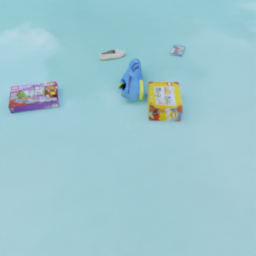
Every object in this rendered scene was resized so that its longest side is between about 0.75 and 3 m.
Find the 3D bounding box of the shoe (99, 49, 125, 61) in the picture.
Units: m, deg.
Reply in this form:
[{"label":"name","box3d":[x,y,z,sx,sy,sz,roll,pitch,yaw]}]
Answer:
[{"label":"shoe","box3d":[-0.811,-3.893,14.789,1.455,0.388,0.509,-18,49,-16]}]

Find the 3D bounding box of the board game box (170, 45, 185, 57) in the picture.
[{"label":"board game box","box3d":[2.694,-4.205,15.249,0.627,0.160,0.927,15,48,14]}]

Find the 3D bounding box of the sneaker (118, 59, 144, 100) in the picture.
[{"label":"sneaker","box3d":[0.072,-2.334,12.903,1.085,0.912,2.767,0,47,-4]}]

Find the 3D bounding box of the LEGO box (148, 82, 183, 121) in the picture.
[{"label":"LEGO box","box3d":[1.532,-1.166,11.929,1.362,0.706,1.829,2,46,2]}]

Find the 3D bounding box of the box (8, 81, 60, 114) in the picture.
[{"label":"box","box3d":[-4.111,-1.377,12.328,2.081,0.407,1.424,-9,48,-9]}]
